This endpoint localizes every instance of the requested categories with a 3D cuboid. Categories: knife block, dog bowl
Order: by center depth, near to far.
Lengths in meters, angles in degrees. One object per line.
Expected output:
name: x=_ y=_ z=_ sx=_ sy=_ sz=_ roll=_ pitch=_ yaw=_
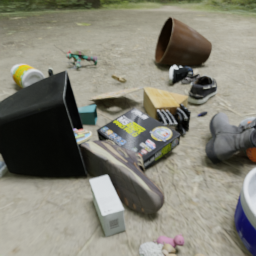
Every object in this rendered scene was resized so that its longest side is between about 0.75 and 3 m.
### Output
dog bowl: x=3.458 y=1.828 z=5.626 sx=2.400 sy=0.945 sz=2.400 roll=1 pitch=33 yaw=-1
knife block: x=1.167 y=-0.581 z=10.351 sx=2.586 sy=0.827 sz=2.270 roll=19 pitch=34 yaw=30

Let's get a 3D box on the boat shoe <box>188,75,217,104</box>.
boat shoe: x=3.444 y=-1.939 z=12.695 sx=1.042 sy=0.851 sz=2.822 roll=21 pitch=33 yaw=27

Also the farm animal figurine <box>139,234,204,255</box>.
farm animal figurine: x=0.896 y=2.452 z=4.726 sx=1.813 sy=0.912 sz=1.464 roll=25 pitch=38 yaw=38

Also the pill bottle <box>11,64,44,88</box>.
pill bottle: x=-4.917 y=-2.449 z=13.507 sx=1.088 sy=1.088 sz=1.960 roll=-22 pitch=35 yaw=-35

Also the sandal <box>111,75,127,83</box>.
sandal: x=-0.479 y=-2.438 z=14.182 sx=0.814 sy=0.298 sz=0.268 roll=21 pitch=28 yaw=-5

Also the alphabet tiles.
alphabet tiles: x=-0.585 y=-1.444 z=11.931 sx=2.142 sy=0.081 sz=1.791 roll=1 pitch=19 yaw=46

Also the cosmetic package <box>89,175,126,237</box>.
cosmetic package: x=-0.483 y=1.713 z=6.305 sx=0.492 sy=0.684 sz=1.212 roll=-13 pitch=33 yaw=-14

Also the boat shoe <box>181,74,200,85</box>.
boat shoe: x=3.208 y=-2.518 z=14.393 sx=1.255 sy=0.358 sz=0.420 roll=-18 pitch=35 yaw=-29

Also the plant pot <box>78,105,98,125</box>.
plant pot: x=-1.608 y=-0.468 z=10.462 sx=0.818 sy=0.578 sz=0.578 roll=-2 pitch=30 yaw=5

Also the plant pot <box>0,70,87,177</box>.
plant pot: x=-2.476 y=0.020 z=7.973 sx=2.108 sy=2.371 sz=2.376 roll=-14 pitch=30 yaw=-4

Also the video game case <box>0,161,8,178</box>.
video game case: x=-4.319 y=1.400 z=7.391 sx=1.626 sy=0.209 sz=1.788 roll=5 pitch=29 yaw=8

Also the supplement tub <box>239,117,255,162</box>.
supplement tub: x=3.906 y=0.360 z=8.576 sx=0.900 sy=0.900 sz=1.470 roll=5 pitch=30 yaw=10

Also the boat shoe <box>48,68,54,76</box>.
boat shoe: x=-3.867 y=-2.606 z=14.099 sx=0.315 sy=0.843 sz=0.280 roll=15 pitch=53 yaw=8

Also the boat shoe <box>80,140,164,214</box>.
boat shoe: x=-0.084 y=0.998 z=7.143 sx=1.068 sy=1.085 sz=2.912 roll=-25 pitch=41 yaw=-33

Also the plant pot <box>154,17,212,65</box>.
plant pot: x=3.412 y=-4.849 z=16.801 sx=2.871 sy=2.684 sz=2.684 roll=13 pitch=26 yaw=-14

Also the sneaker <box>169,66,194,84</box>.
sneaker: x=2.789 y=-2.798 z=14.492 sx=1.145 sy=0.748 sz=2.047 roll=7 pitch=28 yaw=15

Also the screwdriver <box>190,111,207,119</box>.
screwdriver: x=2.619 y=-0.449 z=10.858 sx=1.174 sy=0.164 sz=0.171 roll=-17 pitch=3 yaw=-24

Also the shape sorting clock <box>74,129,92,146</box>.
shape sorting clock: x=-2.111 y=0.364 z=8.258 sx=2.104 sy=0.413 sz=2.104 roll=-12 pitch=14 yaw=3

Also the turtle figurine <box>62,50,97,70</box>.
turtle figurine: x=-2.896 y=-4.043 z=16.617 sx=2.054 sy=1.034 sz=1.537 roll=0 pitch=28 yaw=-13

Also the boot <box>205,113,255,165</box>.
boot: x=3.278 y=0.086 z=8.402 sx=1.574 sy=0.834 sz=2.391 roll=-31 pitch=21 yaw=36

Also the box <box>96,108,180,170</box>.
box: x=0.283 y=0.288 z=8.684 sx=1.662 sy=0.459 sz=2.075 roll=-32 pitch=46 yaw=-27
